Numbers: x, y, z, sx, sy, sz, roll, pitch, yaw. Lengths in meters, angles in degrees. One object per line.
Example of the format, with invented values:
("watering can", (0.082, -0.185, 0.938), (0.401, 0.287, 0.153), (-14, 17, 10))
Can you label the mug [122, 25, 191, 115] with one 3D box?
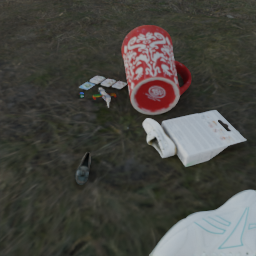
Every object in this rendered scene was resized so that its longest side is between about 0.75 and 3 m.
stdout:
("mug", (1.034, -1.917, 9.257), (2.446, 1.838, 2.755), (-3, 46, 0))

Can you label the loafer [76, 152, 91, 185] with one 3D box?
("loafer", (-1.125, 0.997, 7.112), (0.324, 0.284, 0.902), (12, 42, -5))

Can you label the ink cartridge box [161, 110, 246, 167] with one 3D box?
("ink cartridge box", (2.079, 0.222, 7.927), (1.852, 0.464, 1.491), (-11, 43, -19))

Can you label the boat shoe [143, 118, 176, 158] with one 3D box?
("boat shoe", (0.744, 0.263, 7.780), (0.495, 0.505, 1.428), (-21, 47, -21))

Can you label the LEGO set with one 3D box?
("LEGO set", (-0.949, -1.276, 9.703), (1.265, 0.416, 1.694), (17, 34, 18))

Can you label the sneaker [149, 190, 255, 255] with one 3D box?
("sneaker", (1.733, 2.179, 5.320), (2.909, 1.023, 1.166), (-18, 48, -19))
